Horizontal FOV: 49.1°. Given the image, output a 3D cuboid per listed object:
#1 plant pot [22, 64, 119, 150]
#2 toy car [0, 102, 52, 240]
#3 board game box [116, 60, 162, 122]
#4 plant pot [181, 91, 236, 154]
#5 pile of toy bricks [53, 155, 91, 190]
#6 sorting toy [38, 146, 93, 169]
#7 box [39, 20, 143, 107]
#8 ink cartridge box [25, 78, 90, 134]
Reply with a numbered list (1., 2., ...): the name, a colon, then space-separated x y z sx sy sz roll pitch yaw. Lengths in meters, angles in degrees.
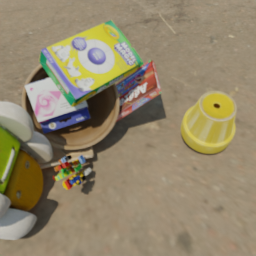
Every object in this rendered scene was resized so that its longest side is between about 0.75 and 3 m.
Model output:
1. plant pot: -1.665 -0.736 8.345 2.672 2.672 1.233 -10 5 -10
2. toy car: -3.219 0.977 6.372 2.226 2.969 2.598 2 59 9
3. board game box: -0.272 -0.894 8.945 2.863 0.278 1.474 -32 41 24
4. plant pot: 2.446 -0.249 8.239 1.584 1.490 1.584 0 59 0
5. pile of toy bricks: -1.563 1.156 7.149 0.711 0.799 1.439 -26 2 11
6. sorting toy: -2.196 0.435 8.733 2.045 0.403 2.210 -12 41 -6
7. box: -0.802 -1.800 7.385 2.576 0.623 1.511 -35 88 -30
8. ink cartridge box: -1.890 -0.690 7.700 1.415 1.441 0.312 -20 16 -10
